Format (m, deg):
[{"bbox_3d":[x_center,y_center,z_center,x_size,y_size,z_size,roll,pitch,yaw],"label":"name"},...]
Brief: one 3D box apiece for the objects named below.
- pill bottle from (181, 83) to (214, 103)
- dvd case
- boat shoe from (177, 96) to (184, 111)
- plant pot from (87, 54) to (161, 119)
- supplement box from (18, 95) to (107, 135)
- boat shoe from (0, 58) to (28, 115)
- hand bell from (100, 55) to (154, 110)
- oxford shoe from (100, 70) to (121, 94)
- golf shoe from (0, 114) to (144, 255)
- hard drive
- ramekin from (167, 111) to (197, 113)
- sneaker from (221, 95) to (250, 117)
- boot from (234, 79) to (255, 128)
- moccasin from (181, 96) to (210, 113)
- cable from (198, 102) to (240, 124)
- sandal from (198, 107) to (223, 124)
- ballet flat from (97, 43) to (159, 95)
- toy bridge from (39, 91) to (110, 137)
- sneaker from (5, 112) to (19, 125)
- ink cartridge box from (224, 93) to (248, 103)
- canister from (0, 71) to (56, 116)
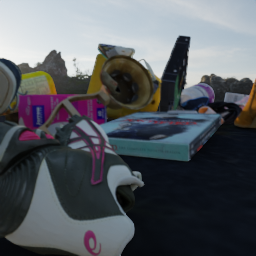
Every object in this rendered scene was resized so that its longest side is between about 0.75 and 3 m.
[{"bbox_3d":[3.231,-1.351,13.733,1.397,1.397,2.489,4,18,33],"label":"pill bottle"},{"bbox_3d":[0.556,0.026,5.549,2.101,0.317,2.878,3,11,27],"label":"dvd case"},{"bbox_3d":[2.073,-0.907,11.721,0.437,0.943,0.352,-8,-4,-41],"label":"boat shoe"},{"bbox_3d":[-0.007,-1.172,9.581,2.080,2.080,1.835,7,15,-38],"label":"plant pot"},{"bbox_3d":[-1.524,-0.310,6.656,1.883,0.953,0.973,-5,7,-36],"label":"supplement box"},{"bbox_3d":[-2.455,-0.583,4.961,2.526,0.946,0.781,-30,14,45],"label":"boat shoe"},{"bbox_3d":[-0.666,-0.684,8.115,1.506,1.506,2.892,-4,-18,-32],"label":"hand bell"},{"bbox_3d":[-0.367,-0.979,5.989,0.281,0.265,0.751,10,-18,24],"label":"oxford shoe"},{"bbox_3d":[-0.347,0.401,2.182,0.876,0.767,1.988,25,7,4],"label":"golf shoe"},{"bbox_3d":[1.515,-1.567,9.078,0.485,1.792,2.565,10,49,14],"label":"hard drive"},{"bbox_3d":[1.529,-0.222,7.943,0.991,0.520,0.991,1,6,0],"label":"ramekin"},{"bbox_3d":[4.591,-0.759,10.962,2.026,0.762,1.059,-16,9,-2],"label":"sneaker"},{"bbox_3d":[3.550,-0.672,7.805,0.670,1.363,1.904,4,2,0],"label":"boot"},{"bbox_3d":[2.371,-0.723,9.732,1.494,0.509,0.601,-16,-17,-39],"label":"moccasin"},{"bbox_3d":[2.836,-0.540,9.833,1.752,0.545,2.147,-15,18,-31],"label":"cable"},{"bbox_3d":[2.510,-0.350,8.390,0.828,0.317,0.237,31,26,-2],"label":"sandal"},{"bbox_3d":[0.092,-1.840,8.040,0.779,2.166,0.779,-45,-2,-2],"label":"ballet flat"},{"bbox_3d":[-1.201,-0.351,5.903,1.644,0.553,0.224,-34,-19,-22],"label":"toy bridge"},{"bbox_3d":[-2.204,-0.355,7.759,2.206,0.821,0.933,-2,7,-21],"label":"sneaker"},{"bbox_3d":[4.889,-0.989,12.290,1.297,0.951,0.947,11,8,16],"label":"ink cartridge box"},{"bbox_3d":[-2.948,-0.848,7.079,1.937,0.838,1.439,-19,24,-25],"label":"canister"}]
